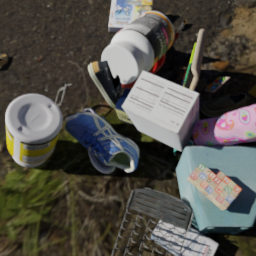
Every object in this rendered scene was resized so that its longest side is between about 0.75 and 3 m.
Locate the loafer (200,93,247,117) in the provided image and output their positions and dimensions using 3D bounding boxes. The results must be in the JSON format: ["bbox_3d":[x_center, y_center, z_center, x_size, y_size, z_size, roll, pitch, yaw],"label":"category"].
[{"bbox_3d":[4.010,-1.060,11.692,2.087,0.727,0.785,-15,54,-11],"label":"loafer"}]

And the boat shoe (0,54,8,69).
[{"bbox_3d":[-6.230,-3.252,13.636,0.416,0.355,1.134,8,53,6],"label":"boat shoe"}]

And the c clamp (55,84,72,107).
[{"bbox_3d":[-2.598,-1.258,10.942,0.844,0.134,0.987,5,76,46],"label":"c clamp"}]

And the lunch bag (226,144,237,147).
[{"bbox_3d":[3.071,0.559,9.508,0.744,1.168,0.993,-39,105,-46],"label":"lunch bag"}]

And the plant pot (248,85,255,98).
[{"bbox_3d":[6.435,-1.783,11.835,1.573,1.573,1.387,-34,73,-24],"label":"plant pot"}]

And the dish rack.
[{"bbox_3d":[0.606,3.169,7.864,2.116,0.753,2.759,17,80,12],"label":"dish rack"}]

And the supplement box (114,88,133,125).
[{"bbox_3d":[0.047,-0.703,9.269,0.557,0.829,0.829,22,69,20],"label":"supplement box"}]

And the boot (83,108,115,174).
[{"bbox_3d":[-1.165,0.443,10.276,0.896,1.113,2.464,-20,55,-15],"label":"boot"}]

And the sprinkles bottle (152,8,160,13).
[{"bbox_3d":[0.921,-6.662,16.122,1.825,0.623,0.623,9,53,6],"label":"sprinkles bottle"}]

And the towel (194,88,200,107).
[{"bbox_3d":[2.229,-1.250,12.098,1.612,0.399,1.190,1,45,1],"label":"towel"}]

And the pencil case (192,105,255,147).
[{"bbox_3d":[3.079,0.025,7.895,1.103,2.523,1.103,13,69,-39],"label":"pencil case"}]

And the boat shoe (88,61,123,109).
[{"bbox_3d":[-0.511,-1.320,9.041,0.679,2.183,0.814,-22,50,11],"label":"boat shoe"}]

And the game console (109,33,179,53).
[{"bbox_3d":[0.659,-4.415,13.686,2.884,1.712,2.486,-11,53,-9],"label":"game console"}]

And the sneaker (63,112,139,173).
[{"bbox_3d":[-0.791,0.477,9.269,2.941,1.113,1.133,30,22,-18],"label":"sneaker"}]

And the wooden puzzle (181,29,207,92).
[{"bbox_3d":[2.263,-1.773,10.331,0.524,2.814,2.603,13,51,9],"label":"wooden puzzle"}]

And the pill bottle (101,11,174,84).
[{"bbox_3d":[0.388,-2.903,10.086,1.719,1.719,2.954,23,48,17],"label":"pill bottle"}]

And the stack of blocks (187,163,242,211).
[{"bbox_3d":[2.272,1.500,7.456,1.209,0.354,0.696,41,73,17],"label":"stack of blocks"}]

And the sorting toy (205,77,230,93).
[{"bbox_3d":[3.008,-1.496,9.523,0.732,0.791,0.144,-42,102,1],"label":"sorting toy"}]

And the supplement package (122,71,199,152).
[{"bbox_3d":[1.102,-0.415,8.669,1.794,2.303,1.277,26,80,20],"label":"supplement package"}]

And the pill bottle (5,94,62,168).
[{"bbox_3d":[-3.125,0.251,9.147,1.593,2.788,1.593,10,62,-18],"label":"pill bottle"}]

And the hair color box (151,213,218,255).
[{"bbox_3d":[1.653,3.388,8.354,1.761,0.534,0.872,28,57,21],"label":"hair color box"}]

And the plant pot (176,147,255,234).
[{"bbox_3d":[2.734,2.002,8.533,2.178,2.172,2.218,0,63,1],"label":"plant pot"}]

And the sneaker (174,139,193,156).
[{"bbox_3d":[1.756,0.643,10.418,1.214,0.507,0.733,18,45,16],"label":"sneaker"}]

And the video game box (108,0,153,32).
[{"bbox_3d":[0.152,-6.255,15.446,2.301,0.539,2.096,4,75,4],"label":"video game box"}]

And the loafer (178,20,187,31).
[{"bbox_3d":[3.036,-5.721,15.588,0.312,0.310,0.857,21,56,14],"label":"loafer"}]

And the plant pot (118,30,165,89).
[{"bbox_3d":[0.203,-2.789,11.943,2.267,2.006,2.267,5,72,-14],"label":"plant pot"}]
